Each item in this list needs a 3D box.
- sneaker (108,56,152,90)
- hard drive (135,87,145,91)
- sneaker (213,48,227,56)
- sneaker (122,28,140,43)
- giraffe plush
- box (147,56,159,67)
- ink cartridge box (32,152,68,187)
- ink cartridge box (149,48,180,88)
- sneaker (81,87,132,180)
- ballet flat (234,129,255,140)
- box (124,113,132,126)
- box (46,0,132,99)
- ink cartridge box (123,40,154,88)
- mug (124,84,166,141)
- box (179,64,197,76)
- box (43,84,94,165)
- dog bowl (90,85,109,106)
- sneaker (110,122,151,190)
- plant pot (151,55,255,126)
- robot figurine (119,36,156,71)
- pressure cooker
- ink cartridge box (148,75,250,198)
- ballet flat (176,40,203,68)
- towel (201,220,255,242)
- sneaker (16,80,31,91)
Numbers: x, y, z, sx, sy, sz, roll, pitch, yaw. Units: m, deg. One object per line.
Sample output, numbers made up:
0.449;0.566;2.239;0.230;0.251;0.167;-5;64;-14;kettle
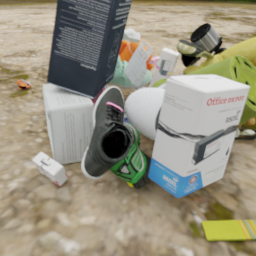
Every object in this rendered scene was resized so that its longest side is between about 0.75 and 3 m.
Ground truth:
-0.186;-2.144;9.979;2.398;1.415;0.883;3;62;-10;sneaker
0.785;-1.266;11.166;0.731;0.146;1.108;1;39;-29;hard drive
3.500;-2.520;10.525;0.704;1.556;0.517;-6;71;-8;sneaker
-0.019;-3.356;9.931;1.028;0.455;0.387;8;-14;-34;sneaker
3.408;-1.211;8.861;2.953;2.394;2.548;-14;-6;-35;giraffe plush
1.495;-3.725;15.707;0.421;0.388;0.820;23;37;35;box
-1.935;1.026;6.980;0.797;0.580;0.338;29;59;27;ink cartridge box
1.391;-2.272;10.291;0.635;1.886;1.105;22;22;5;ink cartridge box
-0.290;-0.069;6.078;0.816;1.145;2.309;25;60;-22;sneaker
3.547;0.162;8.868;1.107;0.379;0.376;0;60;2;ballet flat
-0.416;-0.150;9.595;1.019;0.273;1.682;-12;31;-19;box
-1.010;-2.519;7.725;1.442;2.694;2.000;18;27;4;box
0.401;-2.085;9.053;0.299;1.265;1.012;20;27;-31;ink cartridge box
0.752;-0.514;6.791;1.626;1.200;1.425;-46;38;-15;mug
2.319;-1.240;9.887;1.162;1.526;0.811;-33;17;29;box
-1.736;-0.188;8.137;1.175;1.797;1.788;-8;31;-18;box
-1.205;-1.146;9.935;1.185;1.185;0.437;-4;41;-7;dog bowl
-0.253;0.397;7.377;1.139;1.043;2.673;37;8;-30;sneaker
2.194;-0.713;7.441;2.474;2.474;2.350;-33;2;-43;plant pot
0.254;-2.726;11.048;1.067;1.830;1.316;-7;64;-45;robot figurine
2.775;-3.059;9.911;0.887;0.993;0.873;-45;25;10;pressure cooker
1.455;0.109;5.897;1.629;2.253;0.949;-12;29;-38;ink cartridge box
1.988;-2.365;9.135;0.805;0.688;2.423;33;14;15;ballet flat
2.187;2.135;5.820;1.231;0.111;0.530;-1;25;0;towel
-4.842;-1.937;12.659;0.857;0.332;0.480;15;32;25;sneaker
